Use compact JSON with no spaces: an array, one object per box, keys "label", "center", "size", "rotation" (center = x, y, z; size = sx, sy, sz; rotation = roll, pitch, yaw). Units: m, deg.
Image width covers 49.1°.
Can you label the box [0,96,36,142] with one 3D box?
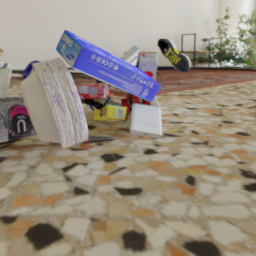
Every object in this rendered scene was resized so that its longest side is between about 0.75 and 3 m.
[{"label":"box","center":[-4.045,-0.201,8.275],"size":[1.528,1.327,2.313],"rotation":[-3,6,26]}]

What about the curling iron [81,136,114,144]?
[{"label":"curling iron","center":[-1.439,0.374,9.686],"size":[1.964,0.251,0.487],"rotation":[-3,20,-12]}]

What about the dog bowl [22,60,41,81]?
[{"label":"dog bowl","center":[-3.881,-2.205,12.258],"size":[0.565,1.434,1.434],"rotation":[22,24,23]}]

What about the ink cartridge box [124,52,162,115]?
[{"label":"ink cartridge box","center":[0.451,-2.145,13.584],"size":[0.606,2.986,2.980],"rotation":[-24,19,-7]}]

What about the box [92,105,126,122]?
[{"label":"box","center":[-0.787,-0.542,11.143],"size":[0.773,0.515,2.054],"rotation":[5,-4,-23]}]

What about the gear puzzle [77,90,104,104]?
[{"label":"gear puzzle","center":[-1.604,-1.311,11.949],"size":[1.302,0.674,0.170],"rotation":[-4,-16,-24]}]

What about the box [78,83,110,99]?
[{"label":"box","center":[-1.267,-1.369,10.427],"size":[1.071,0.534,0.511],"rotation":[0,12,22]}]

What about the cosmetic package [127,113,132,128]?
[{"label":"cosmetic package","center":[0.537,-0.229,11.058],"size":[1.187,0.625,0.422],"rotation":[15,15,38]}]

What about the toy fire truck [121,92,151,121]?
[{"label":"toy fire truck","center":[0.219,-1.288,11.599],"size":[1.113,1.667,1.985],"rotation":[-12,-14,-2]}]

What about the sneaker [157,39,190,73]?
[{"label":"sneaker","center":[1.589,-2.623,10.199],"size":[0.698,0.614,1.648],"rotation":[-9,56,-51]}]

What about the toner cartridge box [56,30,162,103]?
[{"label":"toner cartridge box","center":[-0.488,-1.736,8.207],"size":[2.998,0.647,1.424],"rotation":[18,20,-41]}]

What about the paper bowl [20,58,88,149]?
[{"label":"paper bowl","center":[-2.120,-0.601,7.765],"size":[1.274,2.449,2.449],"rotation":[-20,22,-16]}]

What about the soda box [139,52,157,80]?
[{"label":"soda box","center":[0.706,-2.013,10.552],"size":[0.636,0.595,1.868],"rotation":[1,-28,1]}]

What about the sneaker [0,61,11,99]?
[{"label":"sneaker","center":[-3.722,-1.547,8.100],"size":[0.790,0.929,2.100],"rotation":[20,10,-37]}]

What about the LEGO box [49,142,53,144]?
[{"label":"LEGO box","center":[-2.691,0.014,9.340],"size":[0.321,0.831,0.619],"rotation":[-28,47,-15]}]

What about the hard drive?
[{"label":"hard drive","center":[0.540,-0.230,8.383],"size":[0.892,0.178,1.353],"rotation":[9,37,-3]}]

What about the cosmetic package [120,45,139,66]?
[{"label":"cosmetic package","center":[0.013,-2.625,11.029],"size":[0.280,1.084,0.817],"rotation":[43,71,10]}]

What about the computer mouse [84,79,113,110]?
[{"label":"computer mouse","center":[-0.913,-1.593,10.674],"size":[0.447,1.941,1.363],"rotation":[42,-5,-40]}]

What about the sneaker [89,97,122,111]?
[{"label":"sneaker","center":[-0.698,-0.843,12.460],"size":[2.063,0.777,0.909],"rotation":[7,28,-18]}]

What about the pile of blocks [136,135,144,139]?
[{"label":"pile of blocks","center":[0.489,-0.247,10.108],"size":[0.445,0.587,1.431],"rotation":[-23,35,17]}]
